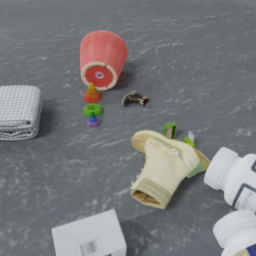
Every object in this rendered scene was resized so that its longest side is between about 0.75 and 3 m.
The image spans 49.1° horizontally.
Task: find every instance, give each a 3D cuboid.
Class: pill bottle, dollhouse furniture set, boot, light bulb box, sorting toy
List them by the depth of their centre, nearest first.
[{"bbox_3d":[3.000,3.231,6.271,1.506,1.506,2.517,-10,42,-11],"label":"pill bottle"},{"bbox_3d":[-0.880,2.839,6.633,1.485,1.499,0.935,-14,52,-13],"label":"light bulb box"},{"bbox_3d":[3.688,1.708,7.872,2.766,1.654,1.654,30,49,29],"label":"pill bottle"},{"bbox_3d":[0.649,1.242,8.850,2.735,0.996,2.126,18,59,44],"label":"boot"},{"bbox_3d":[1.969,0.682,9.721,0.994,0.768,1.988,-18,45,-19],"label":"dollhouse furniture set"},{"bbox_3d":[-1.510,-1.093,11.703,0.833,0.828,2.404,-4,41,-5],"label":"sorting toy"},{"bbox_3d":[0.307,-1.177,12.138,0.822,0.400,1.092,26,42,26],"label":"boot"}]

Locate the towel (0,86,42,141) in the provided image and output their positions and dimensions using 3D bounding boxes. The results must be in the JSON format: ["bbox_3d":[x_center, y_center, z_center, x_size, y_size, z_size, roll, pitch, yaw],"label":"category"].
[{"bbox_3d":[-4.776,-0.527,10.855,2.667,1.141,2.209,-4,45,-4],"label":"towel"}]

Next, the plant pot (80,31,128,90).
[{"bbox_3d":[-1.221,-3.008,13.001,2.295,2.295,2.030,2,50,3],"label":"plant pot"}]
